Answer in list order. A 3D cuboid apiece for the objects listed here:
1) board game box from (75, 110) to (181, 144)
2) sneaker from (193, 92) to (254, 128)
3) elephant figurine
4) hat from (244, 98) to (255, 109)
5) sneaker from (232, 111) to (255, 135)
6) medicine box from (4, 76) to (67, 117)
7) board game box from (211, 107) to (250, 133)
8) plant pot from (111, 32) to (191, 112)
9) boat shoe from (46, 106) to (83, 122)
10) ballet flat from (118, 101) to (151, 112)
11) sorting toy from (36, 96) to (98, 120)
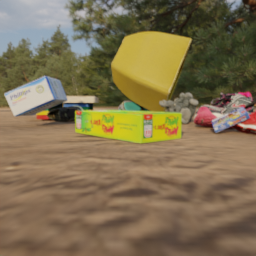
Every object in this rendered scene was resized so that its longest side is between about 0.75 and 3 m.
[{"bbox_3d":[-0.088,-0.094,6.345,1.187,0.556,2.337,-5,7,-41],"label":"board game box"},{"bbox_3d":[2.983,-0.573,8.699,1.165,1.079,2.890,5,8,43],"label":"sneaker"},{"bbox_3d":[1.688,-0.555,9.787,1.452,1.126,1.027,-35,-11,-34],"label":"elephant figurine"},{"bbox_3d":[4.362,-0.960,6.738,2.880,1.162,2.880,-33,-11,-7],"label":"hat"},{"bbox_3d":[2.940,-0.197,6.742,0.411,0.606,1.049,37,-5,-30],"label":"sneaker"},{"bbox_3d":[-2.755,-0.939,8.600,1.320,0.746,1.449,-23,3,5],"label":"medicine box"},{"bbox_3d":[2.461,-0.207,6.800,0.839,0.144,0.568,-26,14,19],"label":"board game box"},{"bbox_3d":[0.859,-2.634,12.879,2.904,2.839,2.821,21,-16,8],"label":"plant pot"},{"bbox_3d":[-2.419,-0.484,10.697,1.728,0.633,0.560,-6,8,37],"label":"boat shoe"},{"bbox_3d":[0.508,-0.961,14.417,2.608,0.938,0.938,-3,6,-41],"label":"ballet flat"},{"bbox_3d":[-2.788,-0.881,12.420,2.827,0.984,2.810,0,5,-3],"label":"sorting toy"}]
